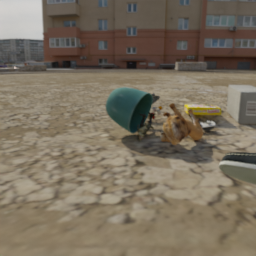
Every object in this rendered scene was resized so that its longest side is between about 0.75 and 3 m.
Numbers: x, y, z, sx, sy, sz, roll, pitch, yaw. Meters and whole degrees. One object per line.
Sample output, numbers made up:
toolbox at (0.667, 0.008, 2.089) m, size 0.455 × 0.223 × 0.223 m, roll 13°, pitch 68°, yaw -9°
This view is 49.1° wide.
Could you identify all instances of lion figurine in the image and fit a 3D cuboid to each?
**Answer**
lion figurine at (2.068, -0.002, 9.919) m, size 2.442 × 0.885 × 1.496 m, roll 7°, pitch 45°, yaw -35°

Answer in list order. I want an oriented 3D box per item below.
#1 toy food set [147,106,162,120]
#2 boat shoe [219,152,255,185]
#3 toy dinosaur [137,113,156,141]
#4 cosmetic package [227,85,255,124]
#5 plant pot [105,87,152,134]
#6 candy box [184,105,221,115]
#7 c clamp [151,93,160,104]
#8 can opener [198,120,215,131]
toy food set at (1.194, -0.661, 13.151) m, size 0.933 × 0.420 × 0.445 m, roll -18°, pitch 41°, yaw 7°
boat shoe at (3.293, 0.783, 5.680) m, size 2.732 × 0.824 × 1.033 m, roll 11°, pitch -21°, yaw 13°
toy dinosaur at (0.690, -0.128, 10.717) m, size 0.475 × 0.881 × 2.000 m, roll 15°, pitch 19°, yaw 18°
cosmetic package at (5.703, -1.222, 13.711) m, size 1.288 × 1.525 × 2.856 m, roll 2°, pitch 17°, yaw 11°
plant pot at (-0.047, -0.819, 10.907) m, size 1.346 × 1.677 × 1.677 m, roll 27°, pitch 25°, yaw 22°
candy box at (3.677, -0.937, 14.165) m, size 1.519 × 0.393 × 2.972 m, roll -1°, pitch 7°, yaw 8°
c clamp at (0.563, -1.014, 13.108) m, size 2.236 × 0.303 × 1.911 m, roll -37°, pitch 20°, yaw -22°
can opener at (2.843, -0.020, 11.406) m, size 1.434 × 0.477 × 0.378 m, roll -6°, pitch 28°, yaw 0°
